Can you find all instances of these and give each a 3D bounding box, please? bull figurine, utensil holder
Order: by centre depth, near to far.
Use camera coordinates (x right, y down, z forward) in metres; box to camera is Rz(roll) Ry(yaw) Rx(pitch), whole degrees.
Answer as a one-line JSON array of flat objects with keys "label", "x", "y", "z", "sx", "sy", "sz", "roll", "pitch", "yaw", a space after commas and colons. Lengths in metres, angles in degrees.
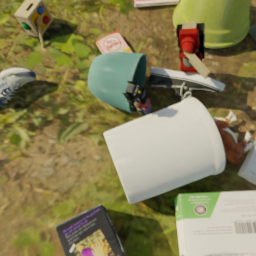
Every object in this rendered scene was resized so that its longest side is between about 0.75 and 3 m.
[{"label": "utensil holder", "x": 0.874, "y": 0.640, "z": 7.551, "sx": 2.577, "sy": 2.190, "sz": 2.190, "roll": -21, "pitch": 71, "yaw": -5}, {"label": "bull figurine", "x": 2.924, "y": 0.153, "z": 8.448, "sx": 1.109, "sy": 0.595, "sz": 1.827, "roll": -40, "pitch": 79, "yaw": 20}]

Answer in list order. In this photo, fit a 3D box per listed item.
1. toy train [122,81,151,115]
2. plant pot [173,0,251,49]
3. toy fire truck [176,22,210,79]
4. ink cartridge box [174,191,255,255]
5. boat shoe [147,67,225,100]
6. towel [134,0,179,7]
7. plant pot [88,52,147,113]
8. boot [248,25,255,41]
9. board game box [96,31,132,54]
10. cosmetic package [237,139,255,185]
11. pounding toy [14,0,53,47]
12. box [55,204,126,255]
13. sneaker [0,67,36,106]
[{"label": "toy train", "x": 0.312, "y": -0.723, "z": 7.431, "sx": 0.589, "sy": 2.572, "sz": 0.439, "roll": 21, "pitch": 87, "yaw": 7}, {"label": "plant pot", "x": 2.975, "y": -4.504, "z": 9.110, "sx": 2.739, "sy": 2.518, "sz": 2.739, "roll": -1, "pitch": 61, "yaw": 1}, {"label": "toy fire truck", "x": 1.847, "y": -1.963, "z": 7.901, "sx": 1.027, "sy": 1.404, "sz": 1.596, "roll": 5, "pitch": 63, "yaw": 18}, {"label": "ink cartridge box", "x": 2.358, "y": 3.113, "z": 7.080, "sx": 2.057, "sy": 1.188, "sz": 2.817, "roll": -2, "pitch": 69, "yaw": -1}, {"label": "boat shoe", "x": 1.751, "y": -1.304, "z": 8.820, "sx": 2.400, "sy": 0.886, "sz": 0.820, "roll": 15, "pitch": 96, "yaw": 16}, {"label": "towel", "x": 0.981, "y": -5.678, "z": 10.912, "sx": 1.734, "sy": 0.354, "sz": 2.369, "roll": -5, "pitch": 72, "yaw": -2}, {"label": "plant pot", "x": -0.361, "y": -1.494, "z": 8.598, "sx": 1.442, "sy": 1.796, "sz": 1.796, "roll": 14, "pitch": 70, "yaw": 13}, {"label": "boot", "x": 4.994, "y": -3.211, "z": 9.946, "sx": 1.104, "sy": 0.440, "sz": 1.214, "roll": -17, "pitch": 63, "yaw": -8}, {"label": "board game box", "x": -0.469, "y": -2.743, "z": 9.800, "sx": 0.877, "sy": 0.268, "sz": 1.158, "roll": -29, "pitch": 72, "yaw": -10}, {"label": "cosmetic package", "x": 3.993, "y": 0.891, "z": 8.271, "sx": 0.788, "sy": 0.554, "sz": 1.554, "roll": 30, "pitch": 73, "yaw": 11}, {"label": "pounding toy", "x": -3.217, "y": -3.700, "z": 9.814, "sx": 0.846, "sy": 1.096, "sz": 1.190, "roll": 20, "pitch": 70, "yaw": 20}, {"label": "box", "x": -0.681, "y": 3.275, "z": 6.881, "sx": 1.256, "sy": 1.447, "sz": 2.368, "roll": -24, "pitch": 71, "yaw": -9}, {"label": "sneaker", "x": -3.984, "y": -1.205, "z": 9.021, "sx": 2.254, "sy": 0.868, "sz": 0.960, "roll": -19, "pitch": 80, "yaw": 1}]
